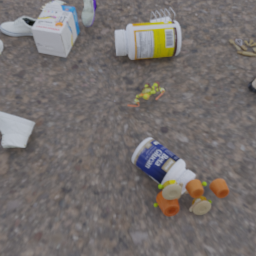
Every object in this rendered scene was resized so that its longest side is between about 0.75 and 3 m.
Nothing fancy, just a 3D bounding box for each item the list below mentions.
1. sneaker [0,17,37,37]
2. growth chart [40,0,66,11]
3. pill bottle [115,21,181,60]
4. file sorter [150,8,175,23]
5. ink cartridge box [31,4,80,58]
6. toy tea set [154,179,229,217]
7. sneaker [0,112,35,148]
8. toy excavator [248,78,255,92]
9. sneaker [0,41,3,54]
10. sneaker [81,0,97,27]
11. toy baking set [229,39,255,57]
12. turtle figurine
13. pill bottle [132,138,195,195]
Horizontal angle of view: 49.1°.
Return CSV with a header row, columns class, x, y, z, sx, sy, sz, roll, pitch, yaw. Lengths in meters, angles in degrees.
class,x,y,z,sx,sy,sz,roll,pitch,yaw
sneaker,-4.863,-4.793,13.037,2.277,0.806,0.832,2,56,2
growth chart,-3.904,-6.316,14.497,0.837,0.103,1.157,29,61,19
pill bottle,0.802,-3.696,11.902,2.669,1.458,1.458,-5,56,-3
file sorter,1.653,-5.277,13.477,1.018,0.634,0.707,-17,57,-11
ink cartridge box,-3.153,-4.300,12.372,1.356,1.333,1.842,11,58,7
toy tea set,1.831,1.911,8.358,2.227,1.324,0.824,2,31,-13
sneaker,-4.285,0.079,9.636,2.000,0.737,1.156,15,84,17
toy excavator,6.068,-1.714,11.009,1.941,0.970,1.888,44,68,11
sneaker,-6.454,-3.258,11.937,0.892,0.939,2.334,35,61,23
sneaker,-1.733,-5.497,13.008,0.588,0.841,1.691,3,95,14
toy baking set,5.277,-3.635,12.670,1.410,0.164,1.082,7,53,5
turtle figurine,0.702,-1.356,10.648,1.557,0.502,1.256,-21,21,28
pill bottle,1.123,1.224,8.823,1.877,1.043,1.043,36,63,22
